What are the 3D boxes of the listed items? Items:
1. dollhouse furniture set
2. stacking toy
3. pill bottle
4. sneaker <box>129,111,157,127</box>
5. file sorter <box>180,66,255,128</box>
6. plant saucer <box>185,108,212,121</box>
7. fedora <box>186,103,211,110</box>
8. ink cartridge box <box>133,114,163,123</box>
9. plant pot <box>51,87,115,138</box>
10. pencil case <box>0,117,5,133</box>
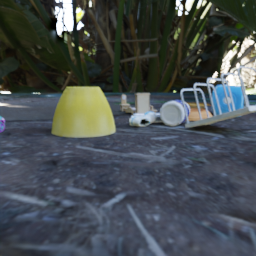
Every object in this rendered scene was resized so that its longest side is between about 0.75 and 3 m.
[{"bbox_3d":[0.612,-1.512,17.024,1.441,1.231,2.781,-4,10,-22],"label":"dollhouse furniture set"},{"bbox_3d":[5.715,-1.398,16.308,1.639,1.733,2.986,5,-1,18],"label":"stacking toy"},{"bbox_3d":[2.164,-0.700,12.559,1.068,1.068,1.846,4,10,23],"label":"pill bottle"},{"bbox_3d":[0.797,-0.304,12.059,1.531,0.574,0.663,-19,25,-39],"label":"sneaker"},{"bbox_3d":[3.609,-1.119,10.850,1.818,1.631,2.619,-7,-8,-44],"label":"file sorter"},{"bbox_3d":[3.154,-0.730,14.667,2.426,0.454,2.426,-1,9,0],"label":"plant saucer"},{"bbox_3d":[3.921,-1.088,16.137,1.651,0.673,1.651,1,8,0],"label":"fedora"},{"bbox_3d":[0.909,-0.554,13.737,1.420,0.499,1.748,-2,14,-10],"label":"ink cartridge box"},{"bbox_3d":[-1.683,-0.683,10.505,2.382,1.690,2.382,0,10,0],"label":"plant pot"},{"bbox_3d":[-5.044,-0.154,10.778,0.591,0.544,1.278,-35,22,-15],"label":"pencil case"}]
